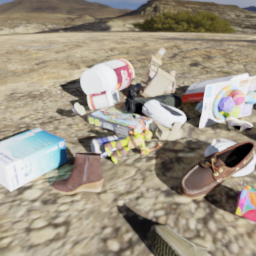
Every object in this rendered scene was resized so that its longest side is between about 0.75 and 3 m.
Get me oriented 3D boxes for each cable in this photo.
[{"bbox_3d":[2.851,0.850,7.905,1.375,0.476,1.375,17,30,34],"label":"cable"}]

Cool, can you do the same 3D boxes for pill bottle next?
[{"bbox_3d":[-0.578,0.560,8.441,0.996,0.576,0.576,-10,26,-23],"label":"pill bottle"},{"bbox_3d":[-0.936,-2.346,13.186,1.473,1.473,2.688,12,26,26],"label":"pill bottle"},{"bbox_3d":[-0.987,-1.138,11.186,1.195,0.655,0.655,-12,24,3],"label":"pill bottle"}]

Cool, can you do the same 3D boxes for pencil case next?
[{"bbox_3d":[3.061,1.715,5.691,1.694,0.749,0.749,17,29,31],"label":"pencil case"}]

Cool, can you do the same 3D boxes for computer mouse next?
[{"bbox_3d":[0.959,-0.575,10.159,2.370,1.299,0.520,23,53,-2],"label":"computer mouse"}]

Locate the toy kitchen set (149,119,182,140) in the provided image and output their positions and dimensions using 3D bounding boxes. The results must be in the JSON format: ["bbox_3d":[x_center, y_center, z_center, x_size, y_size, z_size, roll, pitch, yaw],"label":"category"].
[{"bbox_3d":[1.298,-0.078,9.127,0.812,0.663,0.733,2,34,-30],"label":"toy kitchen set"}]

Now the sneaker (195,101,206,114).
[{"bbox_3d":[3.505,-0.720,11.511,1.721,0.645,0.746,-12,56,-37],"label":"sneaker"}]

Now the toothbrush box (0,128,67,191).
[{"bbox_3d":[-2.817,0.776,7.693,1.329,0.774,1.815,17,29,34],"label":"toothbrush box"}]

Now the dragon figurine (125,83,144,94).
[{"bbox_3d":[0.524,-2.084,14.625,1.394,0.410,0.693,2,24,7],"label":"dragon figurine"}]

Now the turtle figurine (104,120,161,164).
[{"bbox_3d":[0.074,0.364,7.822,1.435,1.780,0.573,-26,60,3],"label":"turtle figurine"}]

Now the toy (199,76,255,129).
[{"bbox_3d":[4.007,-0.923,10.464,2.898,1.669,0.684,-16,31,-31],"label":"toy"}]

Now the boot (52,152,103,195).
[{"bbox_3d":[-1.234,1.048,6.730,1.277,1.062,0.462,0,24,0],"label":"boot"}]

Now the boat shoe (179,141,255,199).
[{"bbox_3d":[2.142,0.934,6.738,2.118,0.745,0.746,-29,61,-16],"label":"boat shoe"}]

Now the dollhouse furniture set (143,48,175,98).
[{"bbox_3d":[1.736,-2.555,13.248,1.464,1.251,2.825,27,39,-14],"label":"dollhouse furniture set"}]

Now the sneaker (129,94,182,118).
[{"bbox_3d":[1.103,-0.805,11.213,2.229,0.852,1.277,-3,23,0],"label":"sneaker"}]

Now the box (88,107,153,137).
[{"bbox_3d":[-0.300,-0.227,10.460,2.192,0.381,1.206,17,29,33],"label":"box"}]

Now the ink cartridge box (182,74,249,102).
[{"bbox_3d":[3.581,-1.774,12.714,2.961,0.845,2.407,-12,7,-32],"label":"ink cartridge box"}]

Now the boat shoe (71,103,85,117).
[{"bbox_3d":[-1.909,-0.628,10.374,0.403,0.458,1.288,-20,0,1],"label":"boat shoe"}]

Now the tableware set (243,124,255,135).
[{"bbox_3d":[4.587,0.023,10.222,1.022,0.119,0.854,-2,24,-6],"label":"tableware set"}]

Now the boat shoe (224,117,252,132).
[{"bbox_3d":[3.846,-0.044,9.750,1.207,0.434,0.391,17,59,-27],"label":"boat shoe"}]

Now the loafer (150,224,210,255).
[{"bbox_3d":[1.033,2.210,4.754,0.546,0.615,1.619,-18,40,-37],"label":"loafer"}]
